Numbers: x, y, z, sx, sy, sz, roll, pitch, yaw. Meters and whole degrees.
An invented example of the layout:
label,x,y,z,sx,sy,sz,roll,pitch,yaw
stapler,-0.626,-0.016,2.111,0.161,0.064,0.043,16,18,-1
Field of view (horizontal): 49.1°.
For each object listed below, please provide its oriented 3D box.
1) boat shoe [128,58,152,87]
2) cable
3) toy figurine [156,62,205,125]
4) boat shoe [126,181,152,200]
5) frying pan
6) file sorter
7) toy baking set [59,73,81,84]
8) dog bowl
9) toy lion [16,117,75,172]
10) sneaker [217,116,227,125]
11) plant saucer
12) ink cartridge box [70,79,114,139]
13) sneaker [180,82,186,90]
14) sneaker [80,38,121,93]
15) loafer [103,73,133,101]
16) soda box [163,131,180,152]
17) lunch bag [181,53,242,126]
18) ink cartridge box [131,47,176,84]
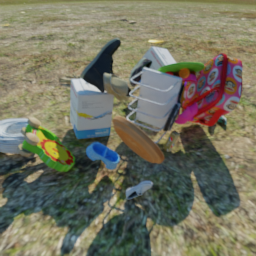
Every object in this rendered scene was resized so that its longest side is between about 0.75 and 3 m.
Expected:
label,x,y,z,sx,sy,sz,roll,pitch,yaw
boat shoe,0.552,-2.457,12.394,0.503,0.559,1.554,16,65,37
cable,-4.423,0.270,11.137,2.036,0.705,2.037,-6,28,-20
toy figurine,1.870,-1.234,11.143,2.419,2.227,1.816,-4,-2,35
boat shoe,0.340,1.926,8.524,0.932,0.343,0.304,-33,30,23
frying pan,1.763,-0.626,10.509,0.307,1.142,1.888,26,61,13
file sorter,0.863,-0.829,10.637,1.590,2.292,1.427,21,35,21
toy baking set,-3.026,-3.059,17.016,2.233,0.260,1.714,6,32,9
dog bowl,-0.809,0.909,9.350,1.188,0.295,0.662,31,37,-12
toy lion,-2.778,0.673,9.808,1.959,0.702,2.044,31,15,-27
sneaker,4.206,-0.346,12.699,0.381,0.324,0.835,-15,28,5
plant saucer,0.236,0.405,8.205,0.308,1.908,1.908,-48,48,-12
ink cartridge box,-1.534,-0.836,11.557,1.466,2.027,1.493,-6,35,-20
sneaker,3.285,-2.469,15.566,1.132,0.791,2.275,15,35,24
sneaker,-0.729,-2.365,10.715,1.126,0.793,2.121,39,83,2
loafer,-0.342,-1.495,10.059,0.636,0.705,1.864,-8,-12,18
soda box,1.654,0.506,10.694,0.261,0.815,0.276,41,33,28
lunch bag,3.350,-1.301,11.530,1.224,2.988,2.632,17,70,-14
ink cartridge box,1.374,-3.008,14.426,1.325,1.832,1.349,-11,64,-49
